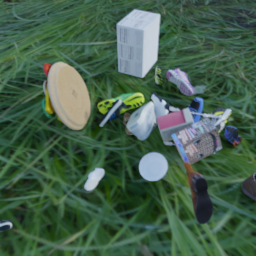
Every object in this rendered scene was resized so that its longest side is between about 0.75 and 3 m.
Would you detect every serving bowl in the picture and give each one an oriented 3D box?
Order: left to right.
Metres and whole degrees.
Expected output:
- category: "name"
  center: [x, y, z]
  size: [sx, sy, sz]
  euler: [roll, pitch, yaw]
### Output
- category: "serving bowl"
  center: [0.937, 1.442, 10.144]
  size: [1.044, 0.343, 1.044]
  euler: [-8, 65, 17]

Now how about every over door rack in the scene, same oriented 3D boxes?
- category: "over door rack"
  center: [2.497, 0.124, 10.844]
  size: [2.059, 1.521, 0.686]
  euler: [11, 9, 4]

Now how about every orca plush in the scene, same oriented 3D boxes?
- category: "orca plush"
  center: [1.496, -0.787, 12.695]
  size: [1.003, 0.678, 1.906]
  euler: [-51, 40, 13]

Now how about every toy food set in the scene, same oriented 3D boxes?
- category: "toy food set"
  center: [-2.497, -1.337, 11.570]
  size: [0.718, 2.922, 2.952]
  euler: [-13, 62, 19]

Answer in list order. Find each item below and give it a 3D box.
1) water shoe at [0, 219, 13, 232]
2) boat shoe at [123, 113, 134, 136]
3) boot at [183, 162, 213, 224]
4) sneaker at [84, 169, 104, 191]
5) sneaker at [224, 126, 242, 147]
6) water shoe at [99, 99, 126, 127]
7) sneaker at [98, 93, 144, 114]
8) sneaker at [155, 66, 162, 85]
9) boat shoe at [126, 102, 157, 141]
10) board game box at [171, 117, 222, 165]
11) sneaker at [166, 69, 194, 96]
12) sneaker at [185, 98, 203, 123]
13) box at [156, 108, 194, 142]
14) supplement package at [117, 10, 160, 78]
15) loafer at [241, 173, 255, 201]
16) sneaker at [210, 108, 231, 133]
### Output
- category: "water shoe"
  center: [-4.081, 3.106, 8.820]
  size: [0.862, 0.308, 0.340]
  euler: [-6, 17, -4]
- category: "boat shoe"
  center: [0.058, -0.237, 12.044]
  size: [0.471, 0.459, 1.244]
  euler: [-8, 45, -8]
- category: "boot"
  center: [2.143, 2.083, 9.156]
  size: [0.579, 1.591, 1.690]
  euler: [-16, 8, -2]
- category: "sneaker"
  center: [-1.302, 1.836, 10.061]
  size: [0.452, 0.385, 1.022]
  euler: [12, 38, 29]
- category: "sneaker"
  center: [4.000, 0.301, 10.991]
  size: [0.555, 1.416, 0.533]
  euler: [36, 86, 39]
- category: "water shoe"
  center: [-0.639, -0.517, 11.887]
  size: [0.577, 1.461, 0.522]
  euler: [34, 18, -22]
- category: "sneaker"
  center: [-0.331, -1.080, 12.845]
  size: [2.115, 0.783, 0.884]
  euler: [-13, 14, -5]
- category: "sneaker"
  center: [1.476, -2.652, 14.146]
  size: [0.351, 0.930, 0.355]
  euler: [-13, 22, -29]
- category: "boat shoe"
  center: [0.681, -0.260, 11.703]
  size: [0.963, 0.983, 2.759]
  euler: [-31, 12, 24]
- category: "board game box"
  center: [2.485, 0.513, 10.126]
  size: [1.468, 1.171, 0.711]
  euler: [-28, 41, 4]
- category: "sneaker"
  center: [2.691, -2.317, 13.730]
  size: [0.762, 0.693, 1.723]
  euler: [-28, 62, -23]
- category: "sneaker"
  center: [2.474, -0.438, 11.908]
  size: [1.042, 0.938, 2.674]
  euler: [18, 48, 8]
- category: "box"
  center: [1.823, -0.097, 10.697]
  size: [1.282, 0.820, 0.698]
  euler: [-17, 50, 7]
- category: "supplement package"
  center: [0.554, -4.410, 14.714]
  size: [1.480, 2.669, 2.079]
  euler: [19, 48, 19]
- category: "loafer"
  center: [4.976, 2.311, 9.140]
  size: [2.470, 0.877, 0.902]
  euler: [27, 50, 25]
- category: "sneaker"
  center: [3.819, -0.331, 12.109]
  size: [0.737, 0.649, 1.743]
  euler: [23, 40, 30]
